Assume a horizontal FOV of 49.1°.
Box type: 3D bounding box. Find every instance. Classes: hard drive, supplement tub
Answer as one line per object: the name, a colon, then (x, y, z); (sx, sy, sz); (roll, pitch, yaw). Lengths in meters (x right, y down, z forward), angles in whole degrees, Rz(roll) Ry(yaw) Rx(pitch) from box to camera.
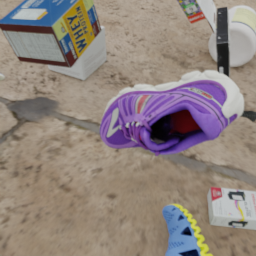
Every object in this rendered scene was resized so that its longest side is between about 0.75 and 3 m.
hard drive: (3.027, -2.656, 8.923); (0.405, 1.497, 2.142); (-1, 46, 19)
supplement tub: (4.592, -3.976, 11.948); (1.861, 1.861, 2.566); (17, 47, 17)

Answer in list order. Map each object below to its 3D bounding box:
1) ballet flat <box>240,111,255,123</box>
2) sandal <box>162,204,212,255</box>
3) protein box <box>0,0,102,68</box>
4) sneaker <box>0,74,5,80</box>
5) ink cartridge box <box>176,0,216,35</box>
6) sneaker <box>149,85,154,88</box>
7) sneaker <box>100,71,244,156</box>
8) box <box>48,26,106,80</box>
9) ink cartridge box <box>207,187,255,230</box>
ballet flat: (2.421, -0.257, 6.065); (0.882, 0.251, 0.293); (4, 19, -13)
sandal: (1.184, 2.635, 5.957); (0.960, 0.876, 2.205); (-16, 45, -10)
protein box: (-1.817, -2.449, 6.783); (1.620, 1.093, 1.609); (13, 54, 24)
sneaker: (-5.285, -2.213, 11.229); (0.932, 0.358, 0.518); (7, 53, 17)
ink cartridge box: (2.407, -4.670, 10.153); (0.661, 2.625, 1.430); (-10, 57, 36)
sneaker: (0.697, -0.725, 7.472); (0.328, 0.475, 0.854); (-10, 47, -31)
sneaker: (0.324, -0.092, 4.489); (2.841, 1.145, 1.185); (-17, 22, 50)
box: (-2.116, -3.224, 11.384); (1.830, 1.576, 1.839); (20, 48, 19)
ink cartridge box: (2.585, 1.960, 6.875); (1.136, 0.471, 0.828); (5, 45, 5)
